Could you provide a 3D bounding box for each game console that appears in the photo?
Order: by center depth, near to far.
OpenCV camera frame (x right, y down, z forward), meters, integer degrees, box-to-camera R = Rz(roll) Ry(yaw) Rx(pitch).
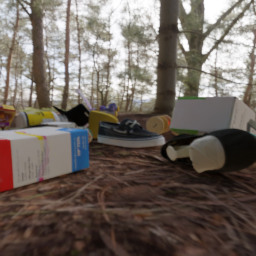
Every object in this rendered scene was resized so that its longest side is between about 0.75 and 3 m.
[{"bbox_3d":[-2.421,-0.683,12.617,1.309,0.866,1.489,-30,-30,4],"label":"game console"}]

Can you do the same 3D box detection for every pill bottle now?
[{"bbox_3d":[-3.540,-0.143,11.624,1.917,1.074,1.074,-3,6,-39],"label":"pill bottle"}]

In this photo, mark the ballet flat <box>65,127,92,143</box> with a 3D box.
[{"bbox_3d":[-1.866,0.334,9.612,0.601,0.711,1.881,-38,20,-28],"label":"ballet flat"}]

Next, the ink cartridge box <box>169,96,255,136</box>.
[{"bbox_3d":[2.329,-0.005,7.047,1.561,0.902,2.146,5,-13,45],"label":"ink cartridge box"}]

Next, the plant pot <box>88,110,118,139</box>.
[{"bbox_3d":[-1.020,-0.111,11.567,1.129,1.103,1.096,7,5,-1],"label":"plant pot"}]

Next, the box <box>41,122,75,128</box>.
[{"bbox_3d":[-2.724,0.132,10.801,0.996,0.654,1.001,4,6,31],"label":"box"}]

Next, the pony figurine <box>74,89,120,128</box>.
[{"bbox_3d":[-1.831,-0.706,15.122,2.655,2.211,2.563,-3,-28,9],"label":"pony figurine"}]

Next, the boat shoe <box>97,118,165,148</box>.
[{"bbox_3d":[0.021,0.131,9.396,2.643,0.896,0.948,4,6,41],"label":"boat shoe"}]

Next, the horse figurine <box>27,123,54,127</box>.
[{"bbox_3d":[-3.331,0.216,10.226,1.399,0.349,0.927,5,51,40],"label":"horse figurine"}]

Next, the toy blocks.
[{"bbox_3d":[2.117,-0.154,13.058,1.943,0.846,2.331,2,5,23],"label":"toy blocks"}]

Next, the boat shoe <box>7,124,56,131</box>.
[{"bbox_3d":[-3.155,0.251,9.086,1.988,0.752,0.734,0,2,-11],"label":"boat shoe"}]

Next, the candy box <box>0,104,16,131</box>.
[{"bbox_3d":[-3.525,-0.100,7.443,0.646,1.108,0.313,8,33,-49],"label":"candy box"}]

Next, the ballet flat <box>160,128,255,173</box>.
[{"bbox_3d":[1.494,0.539,5.821,0.869,0.864,2.541,-12,0,-24],"label":"ballet flat"}]

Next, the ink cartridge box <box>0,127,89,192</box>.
[{"bbox_3d":[-2.128,0.509,5.288,1.454,0.842,2.503,3,7,37],"label":"ink cartridge box"}]
